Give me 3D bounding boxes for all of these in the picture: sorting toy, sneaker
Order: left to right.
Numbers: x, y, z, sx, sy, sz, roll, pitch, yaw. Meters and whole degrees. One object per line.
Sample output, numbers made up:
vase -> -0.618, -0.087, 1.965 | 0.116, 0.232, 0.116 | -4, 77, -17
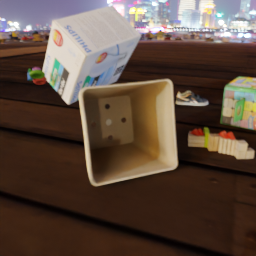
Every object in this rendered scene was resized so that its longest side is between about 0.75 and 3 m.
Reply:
sorting toy -> -3.349, -1.971, 10.240 | 0.640, 0.437, 1.065 | -7, -15, -10
sneaker -> 3.308, -1.518, 14.406 | 1.643, 0.652, 0.644 | 3, 21, 2

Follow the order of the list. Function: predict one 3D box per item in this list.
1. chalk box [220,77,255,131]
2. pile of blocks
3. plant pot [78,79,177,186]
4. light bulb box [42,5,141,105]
chalk box -> 5.031, -1.005, 11.799 | 1.706, 1.715, 2.756 | 14, 27, 31
pile of blocks -> 3.187, 0.370, 9.754 | 2.380, 0.740, 0.977 | 15, 27, 30
plant pot -> -0.267, -0.032, 8.722 | 2.635, 2.638, 2.335 | -9, 10, -19
light bulb box -> -1.495, -2.825, 10.923 | 1.789, 2.841, 2.866 | 48, 52, 10
